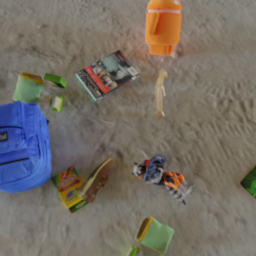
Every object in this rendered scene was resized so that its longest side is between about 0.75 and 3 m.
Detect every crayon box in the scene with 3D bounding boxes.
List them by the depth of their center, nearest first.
[{"bbox_3d":[-2.006,2.198,10.034,0.931,0.373,1.467,-31,68,-14],"label":"crayon box"}]

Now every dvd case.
[{"bbox_3d":[-0.889,-2.338,12.306,2.314,0.255,1.689,-33,69,-14],"label":"dvd case"}]

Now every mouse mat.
[{"bbox_3d":[4.944,2.002,10.312,1.376,0.052,1.108,-39,70,-16],"label":"mouse mat"}]

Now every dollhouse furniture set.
[{"bbox_3d":[0.611,3.954,8.902,1.123,0.868,2.248,24,67,11],"label":"dollhouse furniture set"},{"bbox_3d":[-3.664,-1.527,11.123,2.041,1.025,1.337,14,87,2],"label":"dollhouse furniture set"}]

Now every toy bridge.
[{"bbox_3d":[1.347,-1.550,11.623,0.307,0.759,2.258,-1,63,18],"label":"toy bridge"}]

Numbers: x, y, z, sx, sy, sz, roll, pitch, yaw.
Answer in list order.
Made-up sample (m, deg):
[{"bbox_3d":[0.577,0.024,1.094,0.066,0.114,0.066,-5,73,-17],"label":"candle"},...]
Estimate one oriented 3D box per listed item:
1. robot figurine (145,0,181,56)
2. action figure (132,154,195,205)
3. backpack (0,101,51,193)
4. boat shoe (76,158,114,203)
[{"bbox_3d":[1.505,-4.486,12.092,1.867,2.596,1.514,-6,21,-22],"label":"robot figurine"},{"bbox_3d":[1.091,1.819,9.634,2.175,2.248,1.176,21,109,18],"label":"action figure"},{"bbox_3d":[-4.059,0.718,9.674,2.330,2.406,2.867,-14,68,1],"label":"backpack"},{"bbox_3d":[-1.049,1.844,9.944,0.647,0.689,1.915,44,49,-5],"label":"boat shoe"}]
